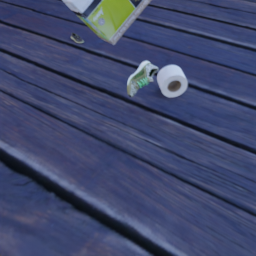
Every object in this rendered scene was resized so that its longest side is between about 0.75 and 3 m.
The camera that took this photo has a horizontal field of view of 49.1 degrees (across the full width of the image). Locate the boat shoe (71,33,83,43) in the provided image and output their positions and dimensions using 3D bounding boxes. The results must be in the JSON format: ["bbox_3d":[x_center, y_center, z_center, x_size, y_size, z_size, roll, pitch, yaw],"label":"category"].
[{"bbox_3d":[-2.611,-4.563,14.201,0.909,0.294,0.333,33,53,29],"label":"boat shoe"}]

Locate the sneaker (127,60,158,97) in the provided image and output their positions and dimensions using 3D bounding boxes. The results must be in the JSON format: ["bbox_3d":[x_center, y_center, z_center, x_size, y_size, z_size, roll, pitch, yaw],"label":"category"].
[{"bbox_3d":[0.363,-1.190,6.882,0.479,0.416,1.081,23,74,36],"label":"sneaker"}]

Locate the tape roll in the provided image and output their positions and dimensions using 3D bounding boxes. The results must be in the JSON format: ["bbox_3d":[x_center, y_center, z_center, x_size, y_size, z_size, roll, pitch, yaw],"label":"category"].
[{"bbox_3d":[1.693,-1.801,10.838,1.043,1.043,0.716,-6,45,-6],"label":"tape roll"}]

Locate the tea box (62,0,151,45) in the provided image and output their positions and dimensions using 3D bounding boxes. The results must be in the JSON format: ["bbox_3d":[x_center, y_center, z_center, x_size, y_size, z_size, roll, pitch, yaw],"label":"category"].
[{"bbox_3d":[-0.755,-4.513,9.889,2.138,2.104,1.429,-49,35,3],"label":"tea box"}]
